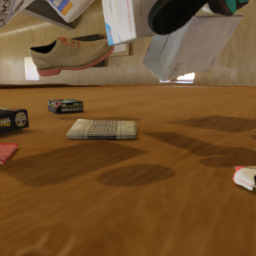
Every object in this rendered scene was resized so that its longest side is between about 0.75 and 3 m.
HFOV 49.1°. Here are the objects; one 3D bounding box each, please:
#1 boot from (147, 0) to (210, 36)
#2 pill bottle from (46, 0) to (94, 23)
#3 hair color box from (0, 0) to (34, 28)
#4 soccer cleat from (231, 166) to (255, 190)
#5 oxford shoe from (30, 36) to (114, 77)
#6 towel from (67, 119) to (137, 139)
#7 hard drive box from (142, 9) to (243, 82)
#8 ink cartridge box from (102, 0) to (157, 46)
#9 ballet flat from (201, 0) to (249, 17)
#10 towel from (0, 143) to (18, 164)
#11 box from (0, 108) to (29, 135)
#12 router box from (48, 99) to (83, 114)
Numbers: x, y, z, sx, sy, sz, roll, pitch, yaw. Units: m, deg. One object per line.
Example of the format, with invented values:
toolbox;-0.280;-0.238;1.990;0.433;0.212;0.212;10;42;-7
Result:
boot;0.707;-2.586;5.267;1.743;0.666;1.465;-40;54;-7
pill bottle;-1.137;-2.405;4.154;0.826;1.474;0.826;-39;19;16
hair color box;-2.254;-2.727;5.064;0.841;2.594;1.418;33;-39;-14
soccer cleat;1.934;0.668;3.962;0.982;0.337;0.418;-4;25;-24
oxford shoe;-1.989;-2.668;9.779;2.978;1.114;1.049;-15;42;5
towel;-0.620;-0.014;7.565;1.716;0.308;1.783;0;10;1
hard drive box;2.112;-2.887;9.113;2.833;2.208;1.088;-20;57;-40
ink cartridge box;0.050;-2.670;6.610;0.706;1.206;1.668;-13;15;-21
ballet flat;2.362;-3.250;7.033;0.998;0.998;2.732;7;28;34
towel;-2.655;0.491;5.358;0.839;0.130;1.160;0;12;-9
box;-4.355;-0.172;7.580;2.502;0.614;2.017;6;15;26
router box;-2.725;-0.949;12.095;1.160;0.481;1.548;-6;12;-28
